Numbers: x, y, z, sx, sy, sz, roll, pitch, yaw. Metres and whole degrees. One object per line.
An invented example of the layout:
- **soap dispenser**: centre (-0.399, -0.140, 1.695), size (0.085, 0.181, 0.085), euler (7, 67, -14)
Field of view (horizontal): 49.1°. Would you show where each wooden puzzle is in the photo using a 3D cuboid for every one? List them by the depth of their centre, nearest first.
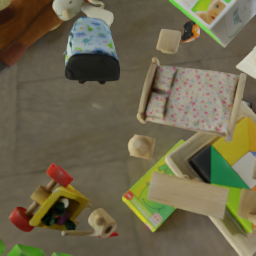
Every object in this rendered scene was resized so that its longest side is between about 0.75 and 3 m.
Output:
- **wooden puzzle**: centre (2.690, 0.956, 6.391), size (2.893, 0.539, 2.676), euler (-33, 76, -22)

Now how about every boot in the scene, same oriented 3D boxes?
- **boot**: centre (-2.347, -2.360, 5.560), size (2.425, 2.283, 0.830), euler (-43, 63, -7)

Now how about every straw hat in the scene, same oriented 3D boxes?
- **straw hat**: centre (-2.966, -4.003, 8.374), size (2.250, 0.952, 2.250), euler (12, 53, -17)

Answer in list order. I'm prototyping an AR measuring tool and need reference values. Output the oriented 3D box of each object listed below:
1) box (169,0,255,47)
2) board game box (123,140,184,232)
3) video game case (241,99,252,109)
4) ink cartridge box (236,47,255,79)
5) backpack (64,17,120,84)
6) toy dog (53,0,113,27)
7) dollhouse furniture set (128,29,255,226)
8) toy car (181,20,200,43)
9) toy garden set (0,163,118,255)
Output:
- **box**: centre (1.648, -3.172, 5.311), size (2.087, 1.143, 2.365), euler (-48, 65, 22)
- **board game box**: centre (0.938, 1.317, 6.584), size (2.005, 0.477, 1.019), euler (-41, 72, -17)
- **video game case**: centre (2.836, -0.510, 7.629), size (0.887, 0.113, 0.802), euler (24, 67, 10)
- **ink cartridge box**: centre (3.527, -1.470, 5.493), size (1.828, 2.254, 0.565), euler (31, 73, 2)
- **backpack**: centre (-0.496, -1.069, 3.770), size (0.718, 0.677, 0.880), euler (1, 37, -11)
- **toy dog**: centre (-0.378, -2.400, 4.991), size (1.955, 1.289, 0.942), euler (-41, 42, 26)
- **dollhouse furniture set**: centre (1.107, -0.207, 3.561), size (2.113, 1.210, 2.478), euler (12, 83, 16)
- **toy car**: centre (1.690, -2.310, 6.241), size (0.370, 1.113, 0.546), euler (18, 62, -32)
- **toy garden set**: centre (-0.904, 1.734, 3.472), size (0.500, 2.508, 2.090), euler (33, 80, 38)
